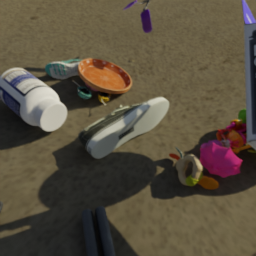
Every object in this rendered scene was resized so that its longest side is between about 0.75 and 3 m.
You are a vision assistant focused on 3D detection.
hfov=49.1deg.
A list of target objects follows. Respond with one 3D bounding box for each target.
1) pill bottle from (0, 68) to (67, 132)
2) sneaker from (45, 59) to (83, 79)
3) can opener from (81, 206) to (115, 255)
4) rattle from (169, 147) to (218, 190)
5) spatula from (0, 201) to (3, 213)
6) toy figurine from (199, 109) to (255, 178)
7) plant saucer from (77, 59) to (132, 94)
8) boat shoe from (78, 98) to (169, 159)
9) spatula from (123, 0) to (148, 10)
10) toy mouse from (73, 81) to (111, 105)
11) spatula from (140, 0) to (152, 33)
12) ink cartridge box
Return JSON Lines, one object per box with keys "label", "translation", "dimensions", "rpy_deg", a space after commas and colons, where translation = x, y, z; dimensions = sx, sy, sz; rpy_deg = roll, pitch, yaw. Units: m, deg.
{"label": "pill bottle", "translation": [-2.999, -0.856, 8.801], "dimensions": [2.317, 1.287, 1.287], "rpy_deg": [35, 54, 30]}
{"label": "sneaker", "translation": [-2.301, -2.345, 10.928], "dimensions": [1.786, 0.693, 0.815], "rpy_deg": [-3, 29, -8]}
{"label": "can opener", "translation": [-0.532, 2.565, 5.602], "dimensions": [0.628, 0.787, 2.355], "rpy_deg": [-10, 45, -10]}
{"label": "rattle", "translation": [1.733, 1.040, 7.464], "dimensions": [0.903, 0.823, 1.265], "rpy_deg": [0, 16, -16]}
{"label": "spatula", "translation": [-3.147, 2.543, 6.024], "dimensions": [0.611, 0.222, 2.162], "rpy_deg": [7, 43, -6]}
{"label": "toy figurine", "translation": [2.823, 0.439, 7.540], "dimensions": [2.080, 1.697, 2.260], "rpy_deg": [-21, 25, -8]}
{"label": "plant saucer", "translation": [-0.853, -1.843, 10.141], "dimensions": [2.007, 0.324, 2.007], "rpy_deg": [16, 38, -13]}
{"label": "boat shoe", "translation": [-0.088, -0.247, 8.338], "dimensions": [2.974, 1.052, 0.947], "rpy_deg": [-29, 53, -25]}
{"label": "spatula", "translation": [0.442, -4.814, 10.739], "dimensions": [0.495, 0.180, 1.752], "rpy_deg": [-1, 27, 46]}
{"label": "toy mouse", "translation": [-1.309, -1.301, 9.832], "dimensions": [1.454, 0.317, 1.636], "rpy_deg": [18, 36, 1]}
{"label": "spatula", "translation": [0.724, -4.783, 10.295], "dimensions": [0.256, 2.490, 0.704], "rpy_deg": [1, 6, -25]}
{"label": "ink cartridge box", "translation": [2.538, -0.586, 4.683], "dimensions": [0.529, 2.416, 2.439], "rpy_deg": [-11, 65, 38]}
